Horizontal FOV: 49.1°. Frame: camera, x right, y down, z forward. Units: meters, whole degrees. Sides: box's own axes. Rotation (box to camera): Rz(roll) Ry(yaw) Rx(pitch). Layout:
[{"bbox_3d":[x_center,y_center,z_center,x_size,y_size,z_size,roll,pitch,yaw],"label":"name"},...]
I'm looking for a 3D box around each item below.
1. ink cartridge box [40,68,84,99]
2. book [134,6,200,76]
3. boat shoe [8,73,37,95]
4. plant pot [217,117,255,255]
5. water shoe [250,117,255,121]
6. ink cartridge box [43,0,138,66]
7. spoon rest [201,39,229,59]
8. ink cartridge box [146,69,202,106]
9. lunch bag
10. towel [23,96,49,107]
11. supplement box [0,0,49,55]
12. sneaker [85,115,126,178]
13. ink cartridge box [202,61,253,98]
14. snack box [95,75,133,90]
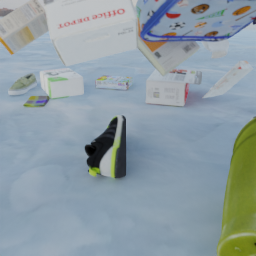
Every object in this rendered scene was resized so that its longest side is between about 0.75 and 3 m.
[{"bbox_3d":[-2.979,-2.021,12.429,1.422,0.821,1.955,-12,27,-26],"label":"ink cartridge box"},{"bbox_3d":[0.827,-2.488,7.492,1.272,1.904,0.458,-37,-7,-14],"label":"book"},{"bbox_3d":[-4.774,-1.982,12.614,0.701,0.604,1.946,4,24,8],"label":"boat shoe"},{"bbox_3d":[2.335,1.221,3.954,2.296,2.296,2.211,15,41,30],"label":"plant pot"},{"bbox_3d":[4.911,-0.381,8.839,1.971,0.778,0.705,2,24,4],"label":"water shoe"},{"bbox_3d":[-0.802,-2.422,5.448,1.552,0.877,2.119,-15,68,-2],"label":"ink cartridge box"},{"bbox_3d":[3.271,-3.231,10.395,0.730,1.197,2.409,13,-2,28],"label":"spoon rest"},{"bbox_3d":[1.954,-1.732,11.595,2.044,0.976,2.328,7,25,14],"label":"ink cartridge box"},{"bbox_3d":[1.704,-2.662,6.246,2.821,1.066,2.261,-6,-8,-24],"label":"lunch bag"},{"bbox_3d":[-3.644,-1.075,11.182,0.824,0.131,1.147,0,24,-3],"label":"towel"},{"bbox_3d":[-2.753,-2.632,7.324,1.372,0.504,0.864,-37,-5,-9],"label":"supplement box"},{"bbox_3d":[-0.567,0.348,7.074,1.040,0.901,2.511,0,24,-1],"label":"sneaker"},{"bbox_3d":[2.339,-1.179,6.782,1.259,1.021,0.316,-11,63,-47],"label":"ink cartridge box"},{"bbox_3d":[-0.645,-2.160,13.253,1.524,0.404,1.084,7,25,15],"label":"snack box"}]
